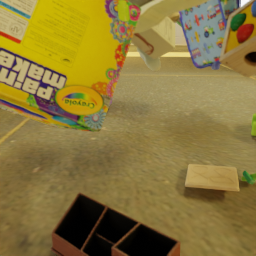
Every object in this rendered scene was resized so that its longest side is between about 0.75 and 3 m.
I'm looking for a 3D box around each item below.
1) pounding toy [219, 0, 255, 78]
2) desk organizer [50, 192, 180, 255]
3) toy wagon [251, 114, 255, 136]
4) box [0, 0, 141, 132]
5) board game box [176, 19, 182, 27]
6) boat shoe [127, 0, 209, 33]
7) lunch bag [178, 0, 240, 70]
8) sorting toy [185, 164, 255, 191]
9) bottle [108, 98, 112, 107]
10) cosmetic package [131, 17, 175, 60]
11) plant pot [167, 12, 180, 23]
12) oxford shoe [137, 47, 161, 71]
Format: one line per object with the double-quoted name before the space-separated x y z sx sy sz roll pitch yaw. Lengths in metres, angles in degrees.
"pounding toy" 2.875 -1.879 5.525 0.993 1.907 2.170 24 -19 -18
"desk organizer" -0.218 1.452 3.442 1.660 0.639 0.595 15 25 35
"toy wagon" 4.309 0.056 7.519 1.803 0.460 2.324 8 21 22
"box" -1.746 -1.182 3.865 2.695 1.644 2.595 22 -8 -25
"board game box" 1.986 -4.792 11.615 0.250 1.153 1.714 -33 -36 33
"boat shoe" 0.828 -2.561 5.152 2.469 0.738 0.882 -14 -7 33
"lunch bag" 2.947 -3.425 9.980 1.268 2.695 2.029 -9 2 -27
"sorting toy" 1.823 0.986 5.356 1.371 0.202 1.013 2 15 16
"bottle" -1.071 -1.113 10.310 0.934 0.730 2.237 -1 20 -6
"cosmetic package" 0.415 -2.848 7.673 0.829 0.982 1.900 -19 -34 41
"plant pot" 1.058 -3.675 8.630 1.110 1.016 1.110 -25 -2 -1
"oxford shoe" 0.752 -2.442 9.788 0.493 0.379 1.311 -34 59 2
